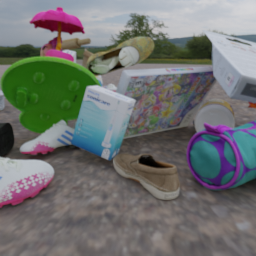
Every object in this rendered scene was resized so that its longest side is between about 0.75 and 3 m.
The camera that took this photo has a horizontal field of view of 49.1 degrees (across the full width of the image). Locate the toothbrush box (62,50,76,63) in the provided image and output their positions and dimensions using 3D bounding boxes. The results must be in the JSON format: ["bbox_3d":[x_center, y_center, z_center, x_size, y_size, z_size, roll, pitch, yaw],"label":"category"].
[{"bbox_3d":[-2.572,-1.911,10.818,0.780,1.829,1.339,14,47,3],"label":"toothbrush box"}]

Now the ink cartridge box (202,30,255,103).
[{"bbox_3d":[2.738,-1.321,6.242,1.923,0.675,2.365,9,33,-15],"label":"ink cartridge box"}]

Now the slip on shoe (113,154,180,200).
[{"bbox_3d":[0.271,0.674,4.906,0.634,0.505,1.667,-8,17,-27],"label":"slip on shoe"}]

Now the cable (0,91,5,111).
[{"bbox_3d":[-5.737,-0.993,10.550,2.026,0.702,2.027,-16,21,-41],"label":"cable"}]

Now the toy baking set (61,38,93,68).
[{"bbox_3d":[-2.086,-1.811,9.202,2.796,2.146,0.325,6,10,29],"label":"toy baking set"}]

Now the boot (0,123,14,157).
[{"bbox_3d":[-3.363,0.443,5.481,1.544,0.865,2.232,-6,4,-3],"label":"boot"}]

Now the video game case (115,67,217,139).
[{"bbox_3d":[0.840,-0.607,7.026,2.886,2.067,0.260,-10,52,-32],"label":"video game case"}]

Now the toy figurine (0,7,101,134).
[{"bbox_3d":[-1.839,-1.631,7.055,2.138,2.848,2.622,10,56,-21],"label":"toy figurine"}]

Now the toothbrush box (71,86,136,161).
[{"bbox_3d":[-0.498,-0.118,5.572,0.901,1.230,0.525,21,17,12],"label":"toothbrush box"}]

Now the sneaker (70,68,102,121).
[{"bbox_3d":[-1.234,-0.709,7.278,0.691,1.806,0.729,8,50,-29],"label":"sneaker"}]

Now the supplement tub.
[{"bbox_3d":[2.298,-0.247,7.375,0.956,0.956,1.315,6,17,20],"label":"supplement tub"}]

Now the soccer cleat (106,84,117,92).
[{"bbox_3d":[-0.738,-1.611,11.978,0.550,0.680,1.575,0,-6,-15],"label":"soccer cleat"}]

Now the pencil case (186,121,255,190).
[{"bbox_3d":[2.254,0.306,5.048,2.475,1.144,1.053,-12,24,-33],"label":"pencil case"}]

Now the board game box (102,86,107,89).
[{"bbox_3d":[-1.391,-1.822,14.015,1.354,0.418,1.354,-12,19,-35],"label":"board game box"}]

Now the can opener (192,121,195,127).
[{"bbox_3d":[2.588,-0.294,8.537,1.404,0.469,0.374,-27,-5,-30],"label":"can opener"}]

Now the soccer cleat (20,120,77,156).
[{"bbox_3d":[-1.665,0.188,6.204,1.538,0.664,0.537,-11,8,-44],"label":"soccer cleat"}]

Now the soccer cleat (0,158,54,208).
[{"bbox_3d":[-2.077,0.689,3.985,0.791,0.977,2.264,14,20,41],"label":"soccer cleat"}]

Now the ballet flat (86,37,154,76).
[{"bbox_3d":[-0.214,-1.437,5.885,1.594,0.563,0.563,-11,10,25],"label":"ballet flat"}]

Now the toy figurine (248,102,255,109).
[{"bbox_3d":[3.852,-0.835,7.633,2.205,2.029,1.655,-29,13,-37],"label":"toy figurine"}]
